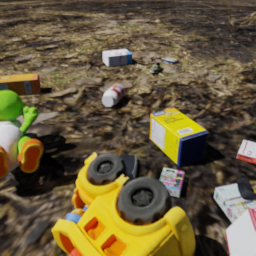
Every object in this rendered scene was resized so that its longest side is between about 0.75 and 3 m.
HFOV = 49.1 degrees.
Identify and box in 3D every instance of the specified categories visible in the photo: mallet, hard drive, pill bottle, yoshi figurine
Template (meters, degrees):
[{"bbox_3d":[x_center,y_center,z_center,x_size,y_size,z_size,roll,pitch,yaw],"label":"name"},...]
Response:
[{"bbox_3d":[3.122,1.593,6.270,1.430,0.294,0.471,25,31,2],"label":"mallet"},{"bbox_3d":[-0.048,1.023,7.626,0.581,0.182,0.862,5,31,3],"label":"hard drive"},{"bbox_3d":[-0.589,-1.260,11.027,0.621,0.621,1.107,10,32,17],"label":"pill bottle"},{"bbox_3d":[-3.241,-0.077,7.473,1.661,1.668,2.967,-44,39,-2],"label":"yoshi figurine"}]

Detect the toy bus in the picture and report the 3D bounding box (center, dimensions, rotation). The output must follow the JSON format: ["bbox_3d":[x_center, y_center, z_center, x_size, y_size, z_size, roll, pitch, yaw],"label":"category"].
[{"bbox_3d":[-0.460,1.943,4.985,2.390,1.689,2.489,-38,43,-24],"label":"toy bus"}]

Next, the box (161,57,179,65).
[{"bbox_3d":[2.348,-3.762,15.650,0.568,0.157,0.832,-25,39,-35],"label":"box"}]

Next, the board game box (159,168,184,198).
[{"bbox_3d":[1.079,1.361,7.029,0.554,0.241,0.751,9,32,16],"label":"board game box"}]

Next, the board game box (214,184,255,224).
[{"bbox_3d":[2.575,1.764,6.239,0.831,0.362,1.127,-8,31,-13],"label":"board game box"}]

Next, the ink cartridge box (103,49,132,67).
[{"bbox_3d":[-0.599,-3.849,15.363,1.404,0.594,1.015,-13,34,-18],"label":"ink cartridge box"}]

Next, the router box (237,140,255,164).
[{"bbox_3d":[3.629,0.715,8.142,0.725,0.197,0.808,17,35,26],"label":"router box"}]

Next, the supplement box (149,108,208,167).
[{"bbox_3d":[1.431,0.222,8.271,0.909,0.904,1.660,-14,34,-23],"label":"supplement box"}]

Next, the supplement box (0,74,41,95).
[{"bbox_3d":[-4.856,-1.796,11.848,2.139,0.736,0.712,-5,31,-11],"label":"supplement box"}]

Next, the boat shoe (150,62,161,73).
[{"bbox_3d":[1.393,-3.076,14.263,0.390,0.326,1.090,20,32,14],"label":"boat shoe"}]

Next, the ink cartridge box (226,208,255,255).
[{"bbox_3d":[2.440,2.207,4.287,1.664,0.694,1.208,34,20,1],"label":"ink cartridge box"}]
